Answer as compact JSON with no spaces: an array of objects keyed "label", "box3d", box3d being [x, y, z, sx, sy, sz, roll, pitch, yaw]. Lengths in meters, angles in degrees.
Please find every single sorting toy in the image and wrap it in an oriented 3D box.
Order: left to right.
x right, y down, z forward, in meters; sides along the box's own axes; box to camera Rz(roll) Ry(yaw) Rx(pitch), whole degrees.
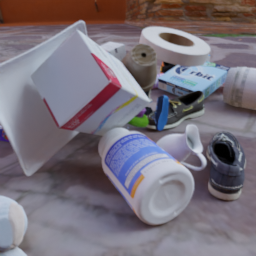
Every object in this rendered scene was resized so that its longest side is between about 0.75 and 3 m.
[{"label":"sorting toy","box3d":[0.115,-0.735,8.026,1.031,0.705,1.716,14,26,-17]}]

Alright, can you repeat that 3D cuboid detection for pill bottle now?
[{"label":"pill bottle","box3d":[0.216,0.862,6.117,1.311,1.311,2.340,-12,28,-24]}]

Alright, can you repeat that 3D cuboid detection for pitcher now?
[{"label":"pitcher","box3d":[1.260,0.632,6.854,0.762,1.078,1.257,-8,-16,-40]}]

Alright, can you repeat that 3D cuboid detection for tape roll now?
[{"label":"tape roll","box3d":[1.516,-2.681,9.109,2.319,0.424,2.319,9,36,-6]}]

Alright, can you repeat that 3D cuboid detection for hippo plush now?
[{"label":"hippo plush","box3d":[-2.554,1.841,4.230,2.390,1.903,1.921,10,-7,-12]}]

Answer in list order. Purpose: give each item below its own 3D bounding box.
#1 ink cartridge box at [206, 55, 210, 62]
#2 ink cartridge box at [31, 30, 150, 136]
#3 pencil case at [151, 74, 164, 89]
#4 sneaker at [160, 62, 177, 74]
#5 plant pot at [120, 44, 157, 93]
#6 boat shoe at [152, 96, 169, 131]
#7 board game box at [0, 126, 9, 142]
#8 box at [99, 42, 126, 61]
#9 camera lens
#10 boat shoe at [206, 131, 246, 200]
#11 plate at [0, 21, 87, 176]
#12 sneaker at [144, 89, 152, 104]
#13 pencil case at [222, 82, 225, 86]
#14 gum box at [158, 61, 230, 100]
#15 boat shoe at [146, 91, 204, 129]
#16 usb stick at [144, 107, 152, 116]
[{"label":"ink cartridge box","box3d":[3.686,-4.015,16.780,1.932,0.809,1.402,21,33,37]},{"label":"ink cartridge box","box3d":[-0.765,-0.861,6.475,1.511,1.504,2.079,57,18,21]},{"label":"pencil case","box3d":[1.346,-2.175,13.258,1.548,0.662,0.650,-11,69,-21]},{"label":"sneaker","box3d":[2.403,-2.790,13.955,0.827,1.064,2.365,-15,30,-29]},{"label":"plant pot","box3d":[0.325,-1.708,7.721,1.202,1.043,1.202,4,68,-11]},{"label":"boat shoe","box3d":[0.721,-0.321,6.204,0.265,0.771,0.325,6,-11,45]},{"label":"board game box","box3d":[-3.108,-0.140,9.196,1.306,0.435,1.943,6,26,12]},{"label":"box","box3d":[-0.534,-2.421,9.905,0.653,0.995,1.000,-30,35,-22]},{"label":"camera lens","box3d":[4.780,-1.486,10.705,1.919,1.535,1.535,15,29,28]},{"label":"boat shoe","box3d":[2.522,0.633,7.077,1.014,0.875,2.790,8,27,16]},{"label":"plate","box3d":[-1.888,-0.709,6.725,0.466,2.884,2.878,22,49,27]},{"label":"sneaker","box3d":[0.520,-1.763,9.648,0.730,2.016,0.724,-3,2,38]},{"label":"pencil case","box3d":[4.670,-1.961,12.842,0.612,0.612,1.399,3,25,6]},{"label":"gum box","box3d":[2.966,-2.225,12.541,2.166,0.568,2.549,27,51,36]},{"label":"boat shoe","box3d":[1.668,-0.673,9.832,2.742,0.826,0.977,-20,32,-36]},{"label":"usb stick","box3d":[0.139,-0.658,10.131,1.663,0.271,0.461,11,31,43]}]
